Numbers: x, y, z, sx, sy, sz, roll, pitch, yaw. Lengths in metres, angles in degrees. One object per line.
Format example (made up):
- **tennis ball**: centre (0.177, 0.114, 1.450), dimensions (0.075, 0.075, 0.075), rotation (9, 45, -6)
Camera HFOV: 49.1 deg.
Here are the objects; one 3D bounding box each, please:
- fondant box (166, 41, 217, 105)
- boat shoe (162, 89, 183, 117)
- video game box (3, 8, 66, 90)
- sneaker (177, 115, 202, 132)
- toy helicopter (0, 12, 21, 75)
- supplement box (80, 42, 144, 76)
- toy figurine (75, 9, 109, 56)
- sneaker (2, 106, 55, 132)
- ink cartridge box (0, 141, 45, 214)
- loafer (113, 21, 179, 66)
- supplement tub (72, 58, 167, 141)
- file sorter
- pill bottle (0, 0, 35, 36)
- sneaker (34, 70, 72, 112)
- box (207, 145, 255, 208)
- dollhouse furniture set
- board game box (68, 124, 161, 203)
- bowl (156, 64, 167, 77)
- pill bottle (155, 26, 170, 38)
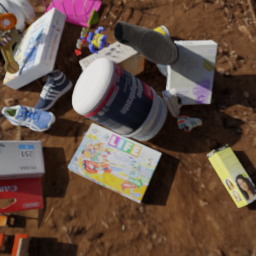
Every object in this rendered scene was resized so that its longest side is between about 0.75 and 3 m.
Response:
- **fondant box**: centre (2.421, -2.121, 10.962), dimensions (1.723, 2.388, 0.696), rotation (-2, 28, -2)
- **boat shoe**: centre (1.756, -0.949, 10.473), dimensions (0.561, 1.708, 0.615), rotation (-19, 57, 15)
- **video game box**: centre (-3.799, -3.117, 11.304), dimensions (2.856, 0.668, 2.602), rotation (-12, 59, 41)
- **sneaker**: centre (2.377, -0.107, 10.874), dimensions (1.246, 0.439, 0.582), rotation (11, 73, -35)
- **toy helicopter**: centre (-4.553, -2.985, 10.078), dimensions (1.459, 2.206, 0.870), rotation (-13, 28, -9)
- **supplement box**: centre (-0.582, -2.493, 11.409), dimensions (2.533, 1.596, 0.931), rotation (-31, 71, -12)
- **toy figurine**: centre (-1.098, -3.178, 9.908), dimensions (1.015, 0.894, 1.694), rotation (21, 82, -6)
- **sneaker**: centre (-3.854, -0.384, 10.791), dimensions (2.186, 0.842, 0.828), rotation (4, 72, 17)
- **ink cartridge box**: centre (-4.330, 1.670, 9.678), dimensions (2.763, 0.618, 2.435), rotation (1, 64, -32)
- **loafer**: centre (0.764, -3.147, 10.082), dimensions (2.754, 1.006, 0.978), rotation (36, 34, 23)
- **supplement tub**: centre (-0.263, -0.905, 9.894), dimensions (2.928, 2.055, 2.055), rotation (28, 65, -33)
- **file sorter**: centre (-2.615, -5.940, 12.864), dimensions (2.276, 1.428, 1.582), rotation (19, 70, 7)
- **pill bottle**: centre (-5.557, -4.515, 11.990), dimensions (2.933, 1.628, 1.628), rotation (-41, 74, -14)
- **sneaker**: centre (-3.225, -1.532, 11.275), dimensions (1.915, 1.039, 0.671), rotation (-46, 50, -15)
- **box**: centre (3.834, 1.730, 10.240), dimensions (0.809, 0.538, 2.149), rotation (-18, 68, -29)
- **dollhouse furniture set**: centre (-4.345, 3.837, 9.301), dimensions (1.951, 1.016, 1.973), rotation (4, 69, 2)
- **board game box**: centre (-0.484, 1.278, 10.501), dimensions (2.906, 0.497, 1.953), rotation (23, 68, 8)
- **bowl**: centre (1.945, -2.728, 11.993), dimensions (1.628, 0.732, 1.628), rotation (0, 69, 0)
- **pill bottle**: centre (1.049, -3.803, 12.360), dimensions (1.485, 0.826, 0.826), rotation (-30, 72, -11)
